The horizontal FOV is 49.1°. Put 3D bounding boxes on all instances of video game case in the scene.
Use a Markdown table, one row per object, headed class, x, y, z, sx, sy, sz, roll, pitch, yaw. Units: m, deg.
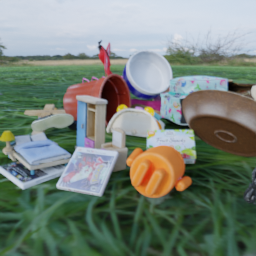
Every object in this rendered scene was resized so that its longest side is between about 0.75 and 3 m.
| class | x | y | z | sx | sy | sz | roll | pitch | yaw |
| --- | --- | --- | --- | --- | --- | --- | --- | --- | --- |
| video game case | -0.871 | 0.915 | 6.148 | 1.039 | 0.131 | 1.141 | 5 | 46 | 18 |
| video game case | -2.277 | 1.016 | 6.726 | 1.283 | 0.150 | 1.166 | 16 | 22 | 42 |

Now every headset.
| class | x | y | z | sx | sy | sz | roll | pitch | yaw |
| --- | --- | --- | --- | --- | --- | --- | --- | --- | --- |
| headset | 2.900 | 1.221 | 4.547 | 2.002 | 0.941 | 1.236 | 11 | 15 | 0 |

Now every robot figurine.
| class | x | y | z | sx | sy | sz | roll | pitch | yaw |
| --- | --- | --- | --- | --- | --- | --- | --- | --- | --- |
| robot figurine | 0.617 | 0.839 | 5.724 | 1.143 | 0.927 | 1.589 | -11 | 0 | 25 |

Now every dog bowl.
| class | x | y | z | sx | sy | sz | roll | pitch | yaw |
| --- | --- | --- | --- | --- | --- | --- | --- | --- | --- |
| dog bowl | 0.765 | -2.119 | 11.265 | 1.894 | 1.894 | 0.746 | -6 | -14 | -20 |

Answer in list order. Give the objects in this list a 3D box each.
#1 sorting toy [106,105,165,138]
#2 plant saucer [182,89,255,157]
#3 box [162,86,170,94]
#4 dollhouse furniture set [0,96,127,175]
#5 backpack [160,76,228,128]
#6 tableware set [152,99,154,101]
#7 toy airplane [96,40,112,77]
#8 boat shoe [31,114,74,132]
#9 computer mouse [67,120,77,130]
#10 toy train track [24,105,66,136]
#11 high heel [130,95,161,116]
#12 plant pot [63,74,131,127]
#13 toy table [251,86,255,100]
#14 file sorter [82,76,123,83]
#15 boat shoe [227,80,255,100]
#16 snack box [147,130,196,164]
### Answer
| class | x | y | z | sx | sy | sz | roll | pitch | yaw |
| --- | --- | --- | --- | --- | --- | --- | --- | --- | --- |
| sorting toy | 0.502 | -0.219 | 9.934 | 1.920 | 1.026 | 1.729 | 7 | 4 | 23 |
| plant saucer | 2.416 | 0.043 | 6.729 | 2.581 | 0.472 | 2.581 | 26 | -17 | 8 |
| box | 1.769 | -1.395 | 12.588 | 1.099 | 1.443 | 0.767 | 1 | -26 | 6 |
| dollhouse furniture set | -1.635 | 0.150 | 6.861 | 2.422 | 1.581 | 2.287 | -8 | 17 | -36 |
| backpack | 2.350 | -0.906 | 10.211 | 2.274 | 1.929 | 2.562 | -4 | 3 | -16 |
| tableware set | 2.606 | -1.443 | 13.275 | 2.926 | 0.586 | 1.934 | 4 | 39 | 14 |
| toy airplane | -0.788 | -2.419 | 10.966 | 0.392 | 2.130 | 2.130 | -12 | 13 | 14 |
| boat shoe | -2.513 | -0.228 | 9.363 | 1.363 | 0.509 | 0.452 | -18 | 26 | -6 |
| computer mouse | -1.590 | -0.095 | 9.706 | 0.517 | 0.300 | 1.764 | 16 | -13 | -36 |
| toy train track | -3.108 | -0.189 | 10.468 | 1.676 | 0.475 | 2.922 | -2 | 23 | -6 |
| high heel | 0.519 | -0.717 | 11.746 | 2.225 | 0.750 | 1.070 | -18 | 46 | 16 |
| plant pot | -1.253 | -0.945 | 10.672 | 1.970 | 2.025 | 2.025 | 1 | 14 | 32 |
| toy table | 4.996 | -0.337 | 8.610 | 2.610 | 1.663 | 2.839 | 13 | 21 | 38 |
| file sorter | -1.198 | -1.957 | 14.822 | 2.250 | 1.411 | 1.563 | -6 | 17 | -20 |
| boat shoe | 4.167 | -1.513 | 11.468 | 1.110 | 1.112 | 3.007 | -43 | 32 | -22 |
| snack box | 1.068 | 0.471 | 7.087 | 1.182 | 0.313 | 0.841 | 0 | 56 | 4 |
